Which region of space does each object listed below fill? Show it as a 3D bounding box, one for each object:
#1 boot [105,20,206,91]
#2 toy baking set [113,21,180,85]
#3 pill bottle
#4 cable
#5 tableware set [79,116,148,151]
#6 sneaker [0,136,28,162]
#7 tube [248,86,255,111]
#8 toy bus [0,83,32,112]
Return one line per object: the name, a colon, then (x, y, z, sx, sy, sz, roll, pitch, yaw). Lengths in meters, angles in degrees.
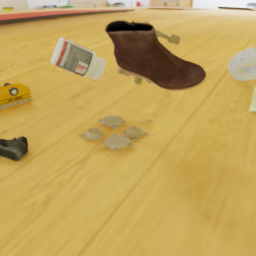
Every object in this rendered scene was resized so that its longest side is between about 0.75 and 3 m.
boot: (0.877, -2.074, 8.225, 2.869, 2.386, 1.038, 11, 75, 15)
toy baking set: (0.687, -2.798, 10.336, 2.650, 2.034, 0.308, -49, 39, -1)
pill bottle: (-1.959, -2.685, 11.177, 1.939, 1.123, 1.123, 19, 22, -25)
cable: (6.385, -3.331, 14.837, 2.034, 2.034, 0.704, -15, 60, 29)
tableware set: (-0.513, 0.164, 10.447, 2.334, 0.271, 1.950, 23, 36, 36)
sneaker: (-3.974, 0.582, 9.426, 1.493, 0.571, 0.855, 15, 31, 19)
tube: (6.018, -1.284, 12.749, 0.621, 0.694, 2.390, 43, 38, -5)
toy bus: (-5.577, -1.303, 12.292, 2.460, 0.963, 0.801, -25, 39, -36)
